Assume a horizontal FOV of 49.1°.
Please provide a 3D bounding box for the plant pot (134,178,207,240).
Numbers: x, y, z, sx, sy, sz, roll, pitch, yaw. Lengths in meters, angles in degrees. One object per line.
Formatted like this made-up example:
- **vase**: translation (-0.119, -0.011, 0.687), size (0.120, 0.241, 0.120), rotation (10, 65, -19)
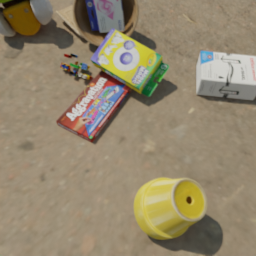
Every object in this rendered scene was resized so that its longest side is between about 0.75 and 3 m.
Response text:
- **plant pot**: translation (1.156, 1.971, 7.154), size (1.584, 1.490, 1.584), rotation (11, 63, -22)

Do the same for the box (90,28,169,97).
- **box**: translation (0.081, -2.363, 10.251), size (2.576, 0.623, 1.511), rotation (33, 85, 12)

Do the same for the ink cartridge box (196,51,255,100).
- **ink cartridge box**: translation (3.690, -1.967, 10.473), size (2.120, 0.894, 1.548), rotation (6, 56, 4)

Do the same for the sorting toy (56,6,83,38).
- **sorting toy**: translation (-1.859, -5.041, 12.830), size (2.210, 0.403, 2.045), rotation (-33, 68, -26)

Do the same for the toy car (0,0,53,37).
- **toy car**: translation (-4.696, -5.516, 11.715), size (2.598, 2.969, 2.226), rotation (-13, 50, 10)

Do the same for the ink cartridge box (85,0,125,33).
- **ink cartridge box**: translation (-0.921, -4.542, 11.226), size (1.441, 1.415, 0.312), rotation (-3, 44, 7)

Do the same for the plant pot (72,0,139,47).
- **plant pot**: translation (-0.855, -4.751, 11.598), size (2.672, 2.672, 1.233), rotation (5, 20, 4)

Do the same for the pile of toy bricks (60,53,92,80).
- **pile of toy bricks**: translation (-1.903, -2.395, 10.970), size (1.439, 0.799, 0.711), rotation (26, 15, 26)

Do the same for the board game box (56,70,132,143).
- **board game box**: translation (-1.127, -0.887, 10.123), size (1.474, 0.278, 2.863), rotation (25, 59, 17)
